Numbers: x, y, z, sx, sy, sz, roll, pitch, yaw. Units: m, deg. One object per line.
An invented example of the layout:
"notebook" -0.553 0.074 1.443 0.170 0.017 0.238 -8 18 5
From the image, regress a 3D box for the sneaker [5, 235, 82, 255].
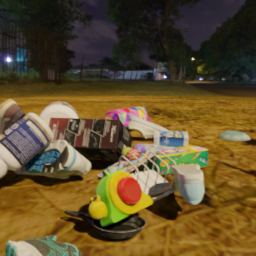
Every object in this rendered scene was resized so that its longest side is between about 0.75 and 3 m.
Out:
"sneaker" -0.871 1.822 3.606 0.831 0.707 1.823 -4 11 -44

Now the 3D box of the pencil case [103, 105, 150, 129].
"pencil case" -0.039 -0.479 14.503 1.224 1.224 2.770 7 13 36

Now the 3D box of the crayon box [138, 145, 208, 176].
"crayon box" 1.371 0.949 8.806 1.990 0.580 1.182 -5 10 -29

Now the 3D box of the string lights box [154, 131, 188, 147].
"string lights box" 1.412 0.356 9.275 1.103 0.325 0.567 2 21 6

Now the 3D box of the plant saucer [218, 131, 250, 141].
"plant saucer" 5.074 0.348 13.391 1.439 0.277 1.439 0 10 0

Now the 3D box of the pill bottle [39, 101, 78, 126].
"pill bottle" -3.003 -0.197 12.207 1.735 1.735 2.995 -2 10 -12

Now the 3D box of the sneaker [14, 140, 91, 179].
"sneaker" -2.209 1.028 8.005 2.880 1.080 1.248 1 -24 43

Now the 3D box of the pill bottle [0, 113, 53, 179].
"pill bottle" -2.768 0.466 6.946 0.925 0.925 1.666 11 48 48

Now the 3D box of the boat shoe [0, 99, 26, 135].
"boat shoe" -3.208 0.147 7.791 0.680 2.098 0.755 36 44 12

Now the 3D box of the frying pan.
"frying pan" -0.464 1.734 5.001 1.568 0.255 0.948 0 0 0

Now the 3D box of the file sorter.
"file sorter" 0.443 1.083 6.801 1.234 0.768 0.856 -5 27 -35

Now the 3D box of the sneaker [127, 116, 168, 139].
"sneaker" 0.973 0.170 12.657 2.143 0.758 0.782 22 -3 5

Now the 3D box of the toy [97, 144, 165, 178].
"toy" 0.035 0.822 7.956 1.858 0.439 1.070 -35 20 -27

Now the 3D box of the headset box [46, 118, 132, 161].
"headset box" -1.281 0.409 8.997 2.485 0.960 1.849 3 -17 15

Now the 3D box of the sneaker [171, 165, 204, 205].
"sneaker" 1.205 1.147 5.762 0.623 0.691 1.686 -1 0 11

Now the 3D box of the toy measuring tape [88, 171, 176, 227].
"toy measuring tape" 0.116 1.197 5.535 0.890 0.890 2.419 8 10 39
